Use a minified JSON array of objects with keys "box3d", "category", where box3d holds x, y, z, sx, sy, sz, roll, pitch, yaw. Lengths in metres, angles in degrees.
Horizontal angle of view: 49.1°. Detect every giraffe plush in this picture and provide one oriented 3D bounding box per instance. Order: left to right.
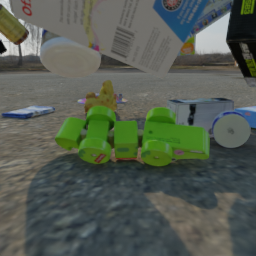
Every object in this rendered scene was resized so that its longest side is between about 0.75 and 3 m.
[{"box3d":[-1.057,-0.941,10.173,1.154,1.228,1.423,-12,51,-8],"category":"giraffe plush"}]

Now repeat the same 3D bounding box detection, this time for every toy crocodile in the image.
[{"box3d":[0.039,0.234,5.311,2.933,0.906,0.990,2,54,4],"category":"toy crocodile"}]

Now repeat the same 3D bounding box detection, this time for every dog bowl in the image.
[{"box3d":[2.253,0.033,6.168,0.779,0.779,0.307,3,17,12],"category":"dog bowl"}]

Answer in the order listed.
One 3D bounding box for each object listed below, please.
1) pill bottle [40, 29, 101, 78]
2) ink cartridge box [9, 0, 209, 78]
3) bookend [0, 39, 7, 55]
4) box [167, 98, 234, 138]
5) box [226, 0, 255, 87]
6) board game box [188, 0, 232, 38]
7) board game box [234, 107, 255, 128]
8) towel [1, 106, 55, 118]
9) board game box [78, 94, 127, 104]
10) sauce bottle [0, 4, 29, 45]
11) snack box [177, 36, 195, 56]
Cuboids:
[{"box3d":[-1.541,-3.013,7.878,1.588,2.861,1.588,-1,-22,0],"category":"pill bottle"},{"box3d":[-0.202,-1.455,2.750,1.841,0.779,1.330,21,-28,-4],"category":"ink cartridge box"},{"box3d":[-2.762,-1.549,4.714,0.981,0.975,0.452,-34,61,-14],"category":"bookend"},{"box3d":[1.773,-0.233,6.980,1.630,0.951,0.490,-3,16,-20],"category":"box"},{"box3d":[2.960,-2.658,6.160,0.705,2.867,2.968,11,-4,32],"category":"box"},{"box3d":[2.108,-3.752,7.887,1.688,1.653,0.472,-32,37,9],"category":"board game box"},{"box3d":[4.857,-0.302,8.133,2.822,0.516,2.135,-9,16,-32],"category":"board game box"},{"box3d":[-3.565,-0.599,10.147,1.159,0.188,1.578,5,14,23],"category":"towel"},{"box3d":[-1.244,-1.520,13.443,2.361,0.460,1.865,-6,15,-27],"category":"board game box"},{"box3d":[-3.653,-3.152,7.719,0.642,0.642,1.946,11,-23,40],"category":"sauce bottle"},{"box3d":[1.294,-3.984,9.939,2.128,2.993,0.793,-2,48,12],"category":"snack box"}]
